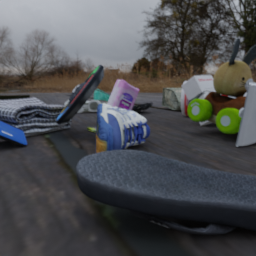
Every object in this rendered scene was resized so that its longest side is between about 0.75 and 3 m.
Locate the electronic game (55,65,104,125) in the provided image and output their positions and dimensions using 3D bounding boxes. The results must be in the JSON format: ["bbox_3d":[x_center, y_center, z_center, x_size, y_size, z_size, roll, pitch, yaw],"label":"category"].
[{"bbox_3d":[-1.342,-0.921,7.749,0.422,2.027,2.027,39,0,-15],"label":"electronic game"}]

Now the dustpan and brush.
[{"bbox_3d":[3.371,-0.336,6.878,2.141,1.494,0.613,0,16,-24],"label":"dustpan and brush"}]

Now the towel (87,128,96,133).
[{"bbox_3d":[-0.706,0.030,8.797,1.004,0.114,0.721,-7,12,-37],"label":"towel"}]

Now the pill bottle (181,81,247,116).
[{"bbox_3d":[3.788,-1.239,12.141,2.764,1.574,1.574,3,9,21],"label":"pill bottle"}]

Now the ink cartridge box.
[{"bbox_3d":[2.795,-1.010,10.020,1.189,1.644,0.692,-12,-16,-43],"label":"ink cartridge box"}]

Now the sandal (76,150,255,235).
[{"bbox_3d":[0.696,0.796,2.940,2.671,0.572,1.015,11,17,7],"label":"sandal"}]

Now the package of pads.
[{"bbox_3d":[-0.248,-0.900,9.883,0.865,1.435,0.543,24,-4,-39],"label":"package of pads"}]

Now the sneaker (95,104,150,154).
[{"bbox_3d":[-0.080,-0.022,6.257,1.217,1.039,2.761,6,12,-2],"label":"sneaker"}]

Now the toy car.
[{"bbox_3d":[3.094,-1.163,7.820,1.982,2.412,1.903,0,19,-40],"label":"toy car"}]

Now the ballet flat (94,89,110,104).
[{"bbox_3d":[-0.910,-1.373,15.257,2.215,0.780,0.746,20,-1,-25],"label":"ballet flat"}]

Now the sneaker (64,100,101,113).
[{"bbox_3d":[-2.312,-1.057,14.377,1.859,0.724,0.924,4,-2,-6],"label":"sneaker"}]

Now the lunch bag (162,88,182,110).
[{"bbox_3d":[3.107,-1.593,15.609,1.763,1.264,2.150,-2,15,-20],"label":"lunch bag"}]

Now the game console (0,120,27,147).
[{"bbox_3d":[-3.044,0.166,6.526,1.071,0.633,0.914,32,15,-43],"label":"game console"}]

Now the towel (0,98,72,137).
[{"bbox_3d":[-3.103,-0.382,8.614,1.902,0.983,2.297,6,11,31],"label":"towel"}]

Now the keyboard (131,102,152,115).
[{"bbox_3d":[0.352,-0.817,13.792,1.250,0.476,2.402,-21,-3,37],"label":"keyboard"}]
